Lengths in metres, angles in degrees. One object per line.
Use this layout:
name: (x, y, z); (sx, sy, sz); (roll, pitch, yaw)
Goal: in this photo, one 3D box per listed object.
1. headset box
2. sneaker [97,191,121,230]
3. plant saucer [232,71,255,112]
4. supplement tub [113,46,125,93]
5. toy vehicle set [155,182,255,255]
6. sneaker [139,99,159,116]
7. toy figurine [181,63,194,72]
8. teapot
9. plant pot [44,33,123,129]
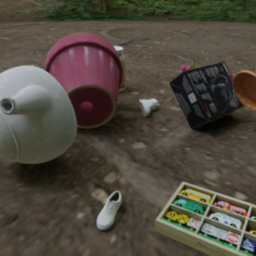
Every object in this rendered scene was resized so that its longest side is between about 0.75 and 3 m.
headset box: (3.056, -1.283, 10.360); (2.560, 1.905, 0.989); (-20, -8, -35)
sneaker: (-0.416, 1.756, 6.082); (0.371, 0.360, 1.016); (7, 27, 13)
plant saucer: (4.214, -1.269, 9.478); (0.288, 1.536, 1.536); (-31, 35, -13)
supplement tub: (-0.847, -2.790, 13.426); (1.450, 1.995, 1.450); (0, 26, 0)
toy vehicle set: (1.947, 1.976, 5.689); (2.395, 0.317, 1.488); (15, 30, 27)
sneaker: (0.902, -0.868, 11.254); (0.770, 0.491, 1.333); (-6, 25, -4)
toy figurine: (3.543, -3.574, 16.811); (0.740, 0.603, 0.804); (-1, 3, 19)
teapot: (-2.874, -0.103, 7.180); (2.779, 2.816, 2.057); (23, 40, 31)
plant pot: (-1.518, -1.524, 10.173); (2.949, 2.949, 2.640); (-5, 44, -10)
